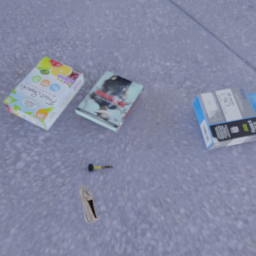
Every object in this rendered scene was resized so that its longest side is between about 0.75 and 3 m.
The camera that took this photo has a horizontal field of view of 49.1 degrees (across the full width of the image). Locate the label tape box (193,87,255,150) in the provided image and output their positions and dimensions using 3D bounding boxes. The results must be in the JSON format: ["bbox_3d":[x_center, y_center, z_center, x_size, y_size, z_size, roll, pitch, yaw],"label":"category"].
[{"bbox_3d":[4.276,-0.486,10.991,2.898,0.917,2.090,-11,68,-5],"label":"label tape box"}]

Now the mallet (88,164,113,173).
[{"bbox_3d":[-1.044,1.524,10.480,0.921,0.190,0.303,3,59,-2],"label":"mallet"}]

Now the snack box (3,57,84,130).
[{"bbox_3d":[-3.488,-1.540,11.915,2.042,0.761,2.872,25,63,14],"label":"snack box"}]

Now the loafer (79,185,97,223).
[{"bbox_3d":[-1.251,2.438,9.093,0.385,0.441,1.226,-26,71,33],"label":"loafer"}]

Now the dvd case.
[{"bbox_3d":[-0.701,-1.189,11.680,1.892,0.285,2.591,25,58,11],"label":"dvd case"}]
